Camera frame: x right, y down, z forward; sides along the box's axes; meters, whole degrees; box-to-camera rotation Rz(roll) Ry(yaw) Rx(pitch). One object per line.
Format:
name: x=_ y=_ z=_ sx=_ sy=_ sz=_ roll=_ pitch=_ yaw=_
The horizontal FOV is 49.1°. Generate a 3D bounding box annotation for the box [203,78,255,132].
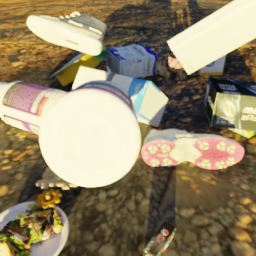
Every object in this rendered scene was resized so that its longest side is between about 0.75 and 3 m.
box: x=4.236 y=-0.828 z=9.850 sx=2.773 sy=1.194 sz=2.271 roll=7 pitch=24 yaw=6

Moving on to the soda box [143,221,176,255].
soda box: x=0.693 y=2.453 z=6.032 sx=0.316 sy=0.283 sz=0.894 roll=23 pitch=40 yaw=29

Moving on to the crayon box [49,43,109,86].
crayon box: x=-2.245 y=-3.003 z=13.337 sx=1.817 sy=0.746 sz=2.891 roll=-22 pitch=22 yaw=28

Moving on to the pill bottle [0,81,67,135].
pill bottle: x=-3.374 y=-0.715 z=9.705 sx=2.904 sy=1.618 sz=1.618 roll=16 pitch=36 yaw=23

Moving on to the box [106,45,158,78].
box: x=0.176 y=-3.412 z=14.382 sx=2.082 sy=1.092 sz=1.915 roll=-12 pitch=36 yaw=-20

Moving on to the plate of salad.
plate of salad: x=-2.276 y=2.277 z=6.153 sx=1.897 sy=0.456 sz=1.897 roll=-1 pitch=32 yaw=0

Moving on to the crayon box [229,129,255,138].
crayon box: x=4.092 y=-0.002 z=9.875 sx=0.681 sy=0.230 sz=0.789 roll=-23 pitch=36 yaw=-30

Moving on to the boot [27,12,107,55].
boot: x=-2.019 y=-3.436 z=9.523 sx=2.526 sy=0.919 sz=1.141 roll=19 pitch=70 yaw=-16

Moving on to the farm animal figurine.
farm animal figurine: x=2.373 y=-2.965 z=13.819 sx=2.174 sy=1.134 sz=2.150 roll=-5 pitch=20 yaw=4

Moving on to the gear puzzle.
gear puzzle: x=-1.710 y=1.338 z=7.628 sx=1.284 sy=0.325 sz=2.479 roll=-2 pitch=28 yaw=11

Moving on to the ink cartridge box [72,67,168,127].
ink cartridge box: x=-0.291 y=-1.089 z=9.869 sx=2.772 sy=1.169 sz=2.024 roll=18 pitch=-2 yaw=25

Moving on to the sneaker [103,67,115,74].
sneaker: x=-0.737 y=-2.113 z=12.783 sx=0.795 sy=0.859 sz=2.130 roll=16 pitch=22 yaw=-31

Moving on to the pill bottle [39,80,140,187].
pill bottle: x=-0.586 y=-0.124 z=5.409 sx=1.535 sy=1.535 sz=2.773 roll=0 pitch=14 yaw=-1

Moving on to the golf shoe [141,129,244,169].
golf shoe: x=1.884 y=0.478 z=8.412 sx=2.938 sy=1.106 sz=1.344 roll=3 pitch=30 yaw=3

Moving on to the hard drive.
hard drive: x=2.100 y=-2.102 z=6.339 sx=2.145 sy=1.415 sz=0.286 roll=-27 pitch=65 yaw=19

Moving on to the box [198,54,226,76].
box: x=4.191 y=-3.560 z=13.825 sx=1.157 sy=1.943 sz=0.403 roll=-2 pitch=33 yaw=-3
